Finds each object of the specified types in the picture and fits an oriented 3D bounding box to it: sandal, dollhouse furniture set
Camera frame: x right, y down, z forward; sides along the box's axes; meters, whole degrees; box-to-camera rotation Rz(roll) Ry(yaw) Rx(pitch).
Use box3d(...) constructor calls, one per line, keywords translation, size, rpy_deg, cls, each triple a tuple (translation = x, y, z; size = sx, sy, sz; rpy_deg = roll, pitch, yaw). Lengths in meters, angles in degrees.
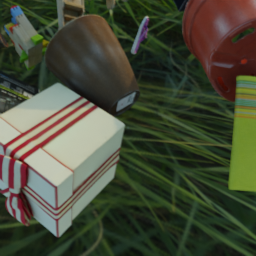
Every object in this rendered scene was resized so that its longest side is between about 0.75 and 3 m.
box3d(translation=(0.431, -2.791, 8.567), size=(0.288, 1.171, 0.477), rpy_deg=(27, 29, 4), cls="sandal")
box3d(translation=(-1.259, -3.735, 8.270), size=(1.851, 2.015, 1.311), rpy_deg=(-5, 91, -42), cls="dollhouse furniture set")

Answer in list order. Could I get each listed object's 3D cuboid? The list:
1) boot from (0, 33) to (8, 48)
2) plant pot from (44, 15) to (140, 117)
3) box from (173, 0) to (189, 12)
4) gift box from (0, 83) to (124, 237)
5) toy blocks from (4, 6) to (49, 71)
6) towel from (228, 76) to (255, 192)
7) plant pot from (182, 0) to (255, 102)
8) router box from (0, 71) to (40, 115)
box3d(translation=(-5.355, -3.411, 10.661), size=(1.057, 0.814, 2.180), rpy_deg=(-35, 53, -10), cls="boot")
box3d(translation=(-0.608, -1.191, 6.192), size=(1.711, 1.711, 1.830), rpy_deg=(-33, 73, -20), cls="plant pot")
box3d(translation=(2.023, -4.102, 7.636), size=(1.752, 0.938, 1.301), rpy_deg=(-16, 76, -19), cls="box")
box3d(translation=(-1.604, 0.610, 5.518), size=(2.248, 2.074, 2.099), rpy_deg=(28, 46, 21), cls="gift box")
box3d(translation=(-2.718, -2.321, 7.220), size=(0.824, 1.649, 1.127), rpy_deg=(-36, 93, -21), cls="toy blocks")
box3d(translation=(2.311, 0.112, 5.094), size=(0.892, 0.187, 2.072), rpy_deg=(6, 88, -5), cls="towel")
box3d(translation=(2.548, -1.941, 6.214), size=(2.510, 2.510, 2.441), rpy_deg=(4, 40, 3), cls="plant pot")
box3d(translation=(-3.321, -0.360, 6.051), size=(0.837, 2.695, 2.019), rpy_deg=(-18, 61, 32), cls="router box")
